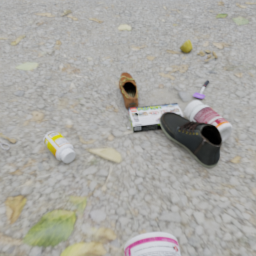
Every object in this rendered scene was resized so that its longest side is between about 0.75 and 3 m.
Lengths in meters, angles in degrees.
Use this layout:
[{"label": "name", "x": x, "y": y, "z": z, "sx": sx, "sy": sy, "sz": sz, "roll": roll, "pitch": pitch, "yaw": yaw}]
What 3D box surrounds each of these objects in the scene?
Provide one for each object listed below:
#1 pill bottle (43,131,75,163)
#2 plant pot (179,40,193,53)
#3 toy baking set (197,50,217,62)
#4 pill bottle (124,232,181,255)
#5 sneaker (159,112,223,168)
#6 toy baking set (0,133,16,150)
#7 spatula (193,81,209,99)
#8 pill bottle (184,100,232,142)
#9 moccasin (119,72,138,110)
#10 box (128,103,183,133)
[{"label": "pill bottle", "x": -2.581, "y": 0.741, "z": 10.620, "sx": 0.738, "sy": 0.738, "sz": 1.351, "roll": -31, "pitch": 51, "yaw": -28}, {"label": "plant pot", "x": 3.484, "y": -4.729, "z": 16.488, "sx": 0.756, "sy": 0.756, "sz": 0.537, "roll": -34, "pitch": 80, "yaw": -31}, {"label": "toy baking set", "x": 4.600, "y": -4.136, "z": 16.196, "sx": 1.099, "sy": 0.167, "sz": 1.432, "roll": -6, "pitch": 40, "yaw": -1}, {"label": "pill bottle", "x": 0.733, "y": 4.006, "z": 6.637, "sx": 1.469, "sy": 1.469, "sz": 2.591, "roll": -4, "pitch": 43, "yaw": -4}, {"label": "sneaker", "x": 2.364, "y": 0.023, "z": 10.504, "sx": 1.102, "sy": 1.566, "sz": 2.948, "roll": -35, "pitch": 59, "yaw": -20}, {"label": "toy baking set", "x": -5.263, "y": 0.637, "z": 11.177, "sx": 1.438, "sy": 0.167, "sz": 1.104, "roll": -25, "pitch": 52, "yaw": -24}, {"label": "spatula", "x": 3.699, "y": -1.909, "z": 13.824, "sx": 0.511, "sy": 0.186, "sz": 1.807, "roll": 22, "pitch": 47, "yaw": 19}, {"label": "pill bottle", "x": 3.221, "y": -0.263, "z": 11.463, "sx": 1.048, "sy": 1.048, "sz": 1.914, "roll": -20, "pitch": 47, "yaw": -20}, {"label": "moccasin", "x": 0.006, "y": -1.920, "z": 13.242, "sx": 0.899, "sy": 0.949, "sz": 2.459, "roll": 2, "pitch": 43, "yaw": -5}, {"label": "box", "x": 1.211, "y": -0.459, "z": 12.135, "sx": 2.258, "sy": 0.392, "sz": 1.243, "roll": -6, "pitch": 44, "yaw": -6}]
